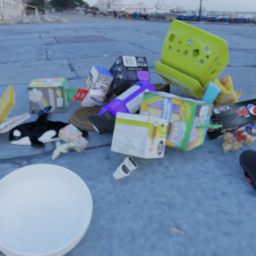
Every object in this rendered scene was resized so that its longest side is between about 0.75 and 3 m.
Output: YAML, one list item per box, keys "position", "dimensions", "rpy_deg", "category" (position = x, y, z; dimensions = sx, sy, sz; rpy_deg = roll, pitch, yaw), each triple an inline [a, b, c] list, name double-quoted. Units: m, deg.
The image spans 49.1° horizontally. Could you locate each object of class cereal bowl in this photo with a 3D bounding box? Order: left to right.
- position: [-2.004, 1.985, 6.445]
  dimensions: [2.275, 0.947, 2.275]
  rpy_deg: [9, 44, -8]
  category: "cereal bowl"

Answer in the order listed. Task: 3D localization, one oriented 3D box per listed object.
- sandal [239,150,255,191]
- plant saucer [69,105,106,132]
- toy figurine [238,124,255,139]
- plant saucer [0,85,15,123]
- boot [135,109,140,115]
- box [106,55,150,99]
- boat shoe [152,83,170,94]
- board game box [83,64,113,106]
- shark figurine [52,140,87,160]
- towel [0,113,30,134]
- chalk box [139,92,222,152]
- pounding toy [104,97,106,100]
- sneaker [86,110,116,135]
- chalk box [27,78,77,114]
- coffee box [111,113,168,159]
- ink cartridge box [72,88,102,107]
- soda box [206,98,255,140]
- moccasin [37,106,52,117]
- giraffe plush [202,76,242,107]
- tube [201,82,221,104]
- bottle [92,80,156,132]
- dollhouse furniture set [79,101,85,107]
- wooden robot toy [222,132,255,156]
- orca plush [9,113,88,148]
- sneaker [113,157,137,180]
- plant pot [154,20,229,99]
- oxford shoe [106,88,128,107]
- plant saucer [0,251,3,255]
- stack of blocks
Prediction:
- position: [3.905, 1.478, 8.495]
  dimensions: [0.779, 0.468, 2.075]
  rpy_deg: [-5, 41, 2]
  category: "sandal"
- position: [-1.443, -0.500, 12.421]
  dimensions: [2.357, 0.347, 2.357]
  rpy_deg: [1, 27, -1]
  category: "plant saucer"
- position: [4.836, 0.076, 10.926]
  dimensions: [0.961, 0.576, 0.507]
  rpy_deg: [0, 28, 11]
  category: "toy figurine"
- position: [-4.946, -0.893, 11.309]
  dimensions: [0.324, 1.336, 1.337]
  rpy_deg: [26, 24, -35]
  category: "plant saucer"
- position: [1.672, -0.895, 12.553]
  dimensions: [2.396, 0.902, 1.791]
  rpy_deg: [-24, 35, -39]
  category: "boot"
- position: [-0.128, -2.335, 13.332]
  dimensions: [1.391, 1.207, 2.276]
  rpy_deg: [-3, -17, -28]
  category: "box"
- position: [1.075, -1.646, 14.069]
  dimensions: [0.991, 1.049, 2.915]
  rpy_deg: [13, 20, 30]
  category: "boat shoe"
- position: [-1.434, -1.991, 13.024]
  dimensions: [0.723, 1.493, 1.190]
  rpy_deg: [12, 28, -29]
  category: "board game box"
- position: [-2.093, 0.748, 9.901]
  dimensions: [1.180, 0.492, 0.705]
  rpy_deg: [-11, 62, -5]
  category: "shark figurine"
- position: [-4.966, -0.108, 11.217]
  dimensions: [1.532, 0.258, 1.604]
  rpy_deg: [-12, 19, 24]
  category: "towel"
- position: [1.908, -0.219, 10.024]
  dimensions: [2.687, 1.663, 1.672]
  rpy_deg: [19, 14, 33]
  category: "chalk box"
- position: [-1.502, -1.814, 14.442]
  dimensions: [1.001, 0.711, 0.921]
  rpy_deg: [-22, 28, 0]
  category: "pounding toy"
- position: [-0.741, 0.013, 10.417]
  dimensions: [1.693, 0.883, 0.508]
  rpy_deg: [50, 10, 8]
  category: "sneaker"
- position: [-3.527, -1.558, 13.410]
  dimensions: [2.157, 1.342, 1.335]
  rpy_deg: [-2, 27, -6]
  category: "chalk box"
- position: [0.400, 0.261, 9.193]
  dimensions: [1.309, 1.295, 1.307]
  rpy_deg: [9, 1, 32]
  category: "coffee box"
- position: [-1.773, -1.269, 11.894]
  dimensions: [0.990, 1.124, 0.251]
  rpy_deg: [4, 67, -26]
  category: "ink cartridge box"
- position: [4.313, -0.396, 11.108]
  dimensions: [2.861, 0.906, 1.012]
  rpy_deg: [-12, 64, -26]
  category: "soda box"
- position: [-3.643, -0.760, 12.187]
  dimensions: [0.297, 0.350, 0.870]
  rpy_deg: [-31, 19, 34]
  category: "moccasin"
- position: [4.566, -1.267, 13.055]
  dimensions: [1.900, 1.639, 1.540]
  rpy_deg: [31, 32, -19]
  category: "giraffe plush"
- position: [3.613, -1.279, 12.655]
  dimensions: [0.626, 1.617, 0.407]
  rpy_deg: [35, -13, -15]
  category: "tube"
- position: [-0.195, -0.847, 11.419]
  dimensions: [2.859, 0.933, 1.194]
  rpy_deg: [-38, 11, -18]
  category: "bottle"
- position: [-1.978, -1.277, 13.791]
  dimensions: [0.757, 0.369, 0.645]
  rpy_deg: [-16, 37, -20]
  category: "dollhouse furniture set"
- position: [3.798, 0.365, 10.038]
  dimensions: [1.673, 0.737, 0.759]
  rpy_deg: [-14, 51, -28]
  category: "wooden robot toy"
- position: [-3.037, -0.015, 10.638]
  dimensions: [2.970, 1.056, 1.563]
  rpy_deg: [3, 27, 6]
  category: "orca plush"
- position: [-0.092, 1.264, 8.823]
  dimensions: [0.460, 0.496, 1.223]
  rpy_deg: [52, 25, 6]
  category: "sneaker"
- position: [3.124, -3.271, 14.256]
  dimensions: [2.892, 2.637, 2.906]
  rpy_deg: [32, 6, 24]
  category: "plant pot"
- position: [0.013, -1.368, 12.912]
  dimensions: [0.797, 0.926, 2.194]
  rpy_deg: [39, 32, 21]
  category: "oxford shoe"
- position: [-3.014, 2.439, 6.712]
  dimensions: [1.284, 0.235, 1.284]
  rpy_deg: [0, 26, 0]
  category: "plant saucer"
- position: [-1.971, 0.370, 10.293]
  dimensions: [1.023, 0.299, 0.589]
  rpy_deg: [37, 41, 15]
  category: "stack of blocks"
